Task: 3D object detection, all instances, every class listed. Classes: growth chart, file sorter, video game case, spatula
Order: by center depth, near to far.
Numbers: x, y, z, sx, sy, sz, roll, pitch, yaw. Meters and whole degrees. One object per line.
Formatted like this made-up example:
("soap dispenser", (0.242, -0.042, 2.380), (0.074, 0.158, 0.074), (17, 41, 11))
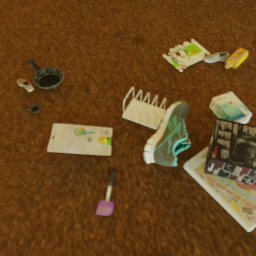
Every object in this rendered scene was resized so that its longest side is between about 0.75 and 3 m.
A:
("spatula", (-0.621, 2.063, 9.215), (0.498, 0.181, 1.761), (9, 53, 5))
("video game case", (3.789, 1.575, 9.494), (2.583, 0.325, 2.838), (-31, 59, -21))
("file sorter", (0.640, -0.809, 10.956), (1.481, 0.922, 1.028), (21, 56, 14))
("growth chart", (2.786, -3.551, 13.526), (2.241, 0.199, 1.622), (-31, 57, -22))

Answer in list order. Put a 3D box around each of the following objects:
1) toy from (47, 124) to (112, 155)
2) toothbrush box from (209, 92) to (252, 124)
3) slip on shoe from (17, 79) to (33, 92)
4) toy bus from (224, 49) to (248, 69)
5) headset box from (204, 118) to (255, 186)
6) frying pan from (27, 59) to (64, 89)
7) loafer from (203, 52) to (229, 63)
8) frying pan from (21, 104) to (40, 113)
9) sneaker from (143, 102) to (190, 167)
("toy", (-1.697, 0.524, 10.191), (2.179, 0.514, 1.255), (2, 49, -2))
("toothbrush box", (4.031, -0.699, 11.089), (0.964, 0.562, 1.317), (-18, 53, -15))
("slip on shoe", (-4.509, -1.933, 12.211), (0.945, 0.286, 0.359), (38, 61, 25))
("toy bus", (5.046, -3.208, 13.108), (0.514, 0.427, 1.313), (36, 60, 23))
("headset box", (3.932, 0.839, 9.268), (2.449, 0.946, 1.822), (14, 54, 10))
("frying pan", (-3.909, -2.303, 12.460), (2.231, 0.363, 1.350), (18, 54, 16))
("loafer", (4.148, -3.364, 13.221), (1.213, 0.423, 0.424), (-9, 54, -7))
("frying pan", (-3.926, -0.728, 11.397), (0.726, 0.118, 0.439), (-23, 55, -15))
("sneaker", (1.702, 0.270, 9.973), (1.273, 1.083, 2.792), (19, 63, 28))
